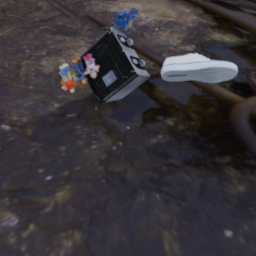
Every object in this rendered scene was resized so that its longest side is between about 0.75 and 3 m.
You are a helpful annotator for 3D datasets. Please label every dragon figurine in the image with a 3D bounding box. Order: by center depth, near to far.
[{"bbox_3d":[-0.230,-3.563,9.206,1.591,0.791,0.468,24,53,39],"label":"dragon figurine"}]

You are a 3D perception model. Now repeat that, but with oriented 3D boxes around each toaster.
[{"bbox_3d":[-0.537,-1.960,9.431,1.221,2.058,1.861,-15,73,-59],"label":"toaster"}]

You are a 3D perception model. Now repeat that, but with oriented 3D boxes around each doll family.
[{"bbox_3d":[-1.612,-1.650,8.724,0.676,0.931,1.499,26,55,34],"label":"doll family"}]

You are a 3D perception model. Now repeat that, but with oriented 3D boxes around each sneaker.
[{"bbox_3d":[2.066,-1.841,8.246,2.172,0.793,0.769,4,63,12],"label":"sneaker"}]
